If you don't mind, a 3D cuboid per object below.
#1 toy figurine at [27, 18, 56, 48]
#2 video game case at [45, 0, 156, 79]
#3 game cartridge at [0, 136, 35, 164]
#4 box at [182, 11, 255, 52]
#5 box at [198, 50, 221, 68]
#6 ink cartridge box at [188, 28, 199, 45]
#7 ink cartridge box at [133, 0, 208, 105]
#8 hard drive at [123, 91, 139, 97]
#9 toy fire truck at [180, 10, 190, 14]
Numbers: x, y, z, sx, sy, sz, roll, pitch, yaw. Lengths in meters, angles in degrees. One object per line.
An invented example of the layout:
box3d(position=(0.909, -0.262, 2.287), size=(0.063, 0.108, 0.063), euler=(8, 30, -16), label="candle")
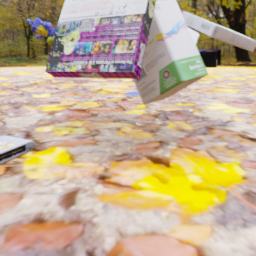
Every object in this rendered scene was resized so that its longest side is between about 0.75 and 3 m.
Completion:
box3d(position=(-3.396, -4.175, 11.545), size=(1.467, 1.292, 2.449), euler=(18, -2, -23), label="toy figurine")
box3d(position=(-0.746, -2.536, 7.445), size=(2.773, 2.513, 0.497), euler=(6, -13, 27), label="video game case")
box3d(position=(-3.824, 0.669, 7.892), size=(1.329, 0.414, 1.996), euler=(12, 19, 23), label="game cartridge")
box3d(position=(2.887, -3.060, 8.913), size=(2.146, 0.390, 1.549), euler=(4, 31, -36), label="box")
box3d(position=(2.571, -2.348, 9.496), size=(0.981, 0.548, 1.390), euler=(2, 18, 23), label="box")
box3d(position=(1.470, -2.989, 11.658), size=(1.601, 2.780, 0.943), euler=(28, 50, -4), label="ink cartridge box")
box3d(position=(0.893, -2.439, 8.749), size=(1.193, 2.842, 2.058), euler=(-20, -4, -33), label="ink cartridge box")
box3d(position=(0.486, -2.241, 18.407), size=(1.411, 0.179, 0.931), euler=(-14, 21, -40), label="hard drive")
box3d(position=(1.881, -4.532, 12.421), size=(1.760, 1.478, 0.987), euler=(-1, 15, -23), label="toy fire truck")
